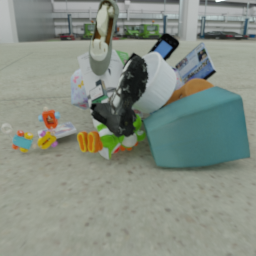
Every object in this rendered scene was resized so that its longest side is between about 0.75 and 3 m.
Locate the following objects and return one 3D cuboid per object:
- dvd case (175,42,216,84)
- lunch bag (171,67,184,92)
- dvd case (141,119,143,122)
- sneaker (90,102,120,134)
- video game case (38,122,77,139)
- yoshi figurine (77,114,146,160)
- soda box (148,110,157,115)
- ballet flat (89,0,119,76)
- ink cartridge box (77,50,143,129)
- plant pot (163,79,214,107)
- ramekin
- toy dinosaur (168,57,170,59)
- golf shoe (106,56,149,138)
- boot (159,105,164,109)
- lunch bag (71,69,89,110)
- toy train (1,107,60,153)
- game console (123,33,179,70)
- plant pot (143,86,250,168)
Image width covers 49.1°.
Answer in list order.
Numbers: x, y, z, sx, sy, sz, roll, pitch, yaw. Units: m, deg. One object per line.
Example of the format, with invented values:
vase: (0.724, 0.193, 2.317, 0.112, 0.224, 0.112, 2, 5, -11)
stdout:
dvd case: (2.985, -2.693, 12.739, 0.212, 1.723, 2.415, 31, 36, -28)
lunch bag: (1.638, -1.979, 11.731, 1.053, 1.242, 0.790, 9, 47, 47)
dvd case: (0.439, -0.369, 11.511, 0.867, 0.076, 0.618, 29, 6, 35)
sneaker: (-0.665, -0.280, 7.634, 0.623, 0.522, 1.374, 5, 26, -29)
video game case: (-2.656, 0.145, 10.405, 1.304, 0.150, 1.188, -18, 21, -17)
yoshi figurine: (-0.404, 0.089, 9.060, 2.305, 1.291, 1.296, -10, 54, -38)
soda box: (0.892, -0.797, 10.972, 0.529, 0.500, 1.560, 24, 3, 5)
ballet flat: (-0.875, -2.894, 8.931, 0.811, 2.405, 0.766, 15, 8, 13)
ink cartridge box: (-0.598, -1.441, 10.456, 1.127, 2.674, 1.953, -15, -1, 32)
plant pot: (2.478, -0.887, 10.455, 2.004, 1.403, 2.004, 7, 58, -11)
ramekin: (0.679, -1.434, 9.326, 0.953, 1.955, 1.955, 33, 7, -29)
toy dinosaur: (1.104, -2.848, 12.123, 0.750, 1.701, 0.404, 21, 52, -34)
golf shoe: (-0.178, -0.960, 8.328, 0.945, 2.430, 1.148, 15, 3, -39)
boot: (1.456, -1.047, 12.600, 2.280, 1.036, 2.713, 20, 23, 33)
lunch bag: (-1.536, -1.805, 11.626, 1.475, 1.740, 1.106, -16, -19, 28)
toy train: (-3.014, 0.046, 9.142, 1.887, 1.417, 0.525, -14, 26, 2)
game console: (0.838, -2.420, 9.700, 1.326, 2.248, 0.271, 27, 53, -15)
plant pot: (1.929, 0.082, 8.652, 2.687, 1.899, 1.898, -15, 17, 0)
